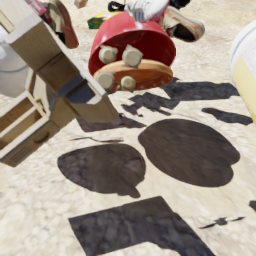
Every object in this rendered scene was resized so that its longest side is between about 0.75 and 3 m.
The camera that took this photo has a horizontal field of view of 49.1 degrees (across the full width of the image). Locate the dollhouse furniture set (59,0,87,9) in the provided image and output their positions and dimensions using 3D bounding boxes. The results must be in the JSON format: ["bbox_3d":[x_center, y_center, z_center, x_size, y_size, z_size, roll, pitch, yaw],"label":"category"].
[{"bbox_3d":[-2.160,-4.612,8.452,1.065,0.910,2.055,-37,85,-32],"label":"dollhouse furniture set"}]

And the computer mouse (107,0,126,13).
[{"bbox_3d":[-0.294,-5.250,9.864,1.279,2.332,0.512,-25,36,-32],"label":"computer mouse"}]

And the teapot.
[{"bbox_3d":[-2.606,-1.747,6.510,2.254,2.225,1.647,0,-2,-7],"label":"teapot"}]

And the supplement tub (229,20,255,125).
[{"bbox_3d":[3.450,-1.046,6.069,1.999,1.999,2.749,-1,45,-2],"label":"supplement tub"}]

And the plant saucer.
[{"bbox_3d":[0.127,-1.311,7.121,2.006,0.324,2.006,-4,-5,0],"label":"plant saucer"}]

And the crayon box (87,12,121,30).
[{"bbox_3d":[-0.723,-3.569,9.358,1.121,0.327,0.666,10,42,32],"label":"crayon box"}]

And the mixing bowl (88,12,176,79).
[{"bbox_3d":[0.001,-2.286,7.808,2.392,2.392,1.295,-7,63,-9],"label":"mixing bowl"}]

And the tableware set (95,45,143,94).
[{"bbox_3d":[-0.183,-1.088,5.220,0.800,0.957,0.111,10,4,-10],"label":"tableware set"}]

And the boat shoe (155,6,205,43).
[{"bbox_3d":[1.346,-3.118,8.467,1.915,0.725,0.688,22,54,12],"label":"boat shoe"}]

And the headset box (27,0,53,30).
[{"bbox_3d":[-2.868,-3.102,8.405,1.425,1.060,0.550,-42,87,-1],"label":"headset box"}]

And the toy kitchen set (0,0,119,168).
[{"bbox_3d":[-1.563,-0.281,4.414,2.128,2.358,1.924,-40,67,-5],"label":"toy kitchen set"}]

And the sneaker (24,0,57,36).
[{"bbox_3d":[-3.744,-3.829,9.602,2.760,1.111,1.055,2,13,-20],"label":"sneaker"}]

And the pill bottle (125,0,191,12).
[{"bbox_3d":[0.947,-4.081,9.890,2.391,1.337,1.337,-37,42,6],"label":"pill bottle"}]

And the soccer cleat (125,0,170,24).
[{"bbox_3d":[0.277,-2.090,4.888,0.488,0.395,1.131,26,-1,-25],"label":"soccer cleat"}]

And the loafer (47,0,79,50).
[{"bbox_3d":[-1.947,-2.978,8.154,0.580,1.526,0.515,5,39,45],"label":"loafer"}]
